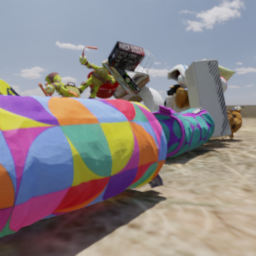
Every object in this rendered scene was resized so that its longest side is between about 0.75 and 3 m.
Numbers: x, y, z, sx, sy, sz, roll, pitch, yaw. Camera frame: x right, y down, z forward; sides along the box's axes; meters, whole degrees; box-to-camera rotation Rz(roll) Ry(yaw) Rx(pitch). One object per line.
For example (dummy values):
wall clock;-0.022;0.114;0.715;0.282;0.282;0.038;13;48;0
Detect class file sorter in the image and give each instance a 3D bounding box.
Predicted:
file sorter;0.247;-2.673;10.831;1.294;0.806;0.898;-3;42;-47

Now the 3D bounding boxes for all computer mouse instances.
computer mouse;2.088;-1.242;12.408;1.286;0.514;2.345;-23;-20;-16

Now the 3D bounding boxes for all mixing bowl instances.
mixing bowl;-1.102;-1.840;12.516;1.567;0.848;1.567;8;42;-8

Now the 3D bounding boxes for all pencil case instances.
pencil case;1.327;0.046;7.139;1.122;1.219;2.637;23;16;27
pencil case;-0.677;0.334;2.835;1.289;1.289;2.916;2;2;34

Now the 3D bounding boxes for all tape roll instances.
tape roll;0.476;-0.761;12.199;2.183;2.183;0.764;3;-9;41

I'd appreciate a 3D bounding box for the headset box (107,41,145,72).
headset box;-0.022;-2.135;8.496;0.990;0.382;0.737;5;-34;-29

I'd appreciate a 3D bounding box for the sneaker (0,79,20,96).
sneaker;-4.010;-0.567;9.411;1.123;1.010;2.731;-30;-27;-3

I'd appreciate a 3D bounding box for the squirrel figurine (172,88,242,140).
squirrel figurine;3.077;-0.471;11.178;2.596;1.968;2.781;7;8;5

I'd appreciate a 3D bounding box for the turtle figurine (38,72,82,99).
turtle figurine;-2.219;-1.288;9.932;2.666;0.859;2.150;30;9;-44

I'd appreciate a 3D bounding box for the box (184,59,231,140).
box;2.510;-0.860;8.985;0.842;2.464;1.012;-7;-7;-7

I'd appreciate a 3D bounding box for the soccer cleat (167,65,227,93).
soccer cleat;2.427;-1.669;10.232;1.006;0.814;2.329;-26;39;-31

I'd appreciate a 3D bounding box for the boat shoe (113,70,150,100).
boat shoe;0.194;-1.687;11.700;1.767;0.634;0.669;-34;40;3

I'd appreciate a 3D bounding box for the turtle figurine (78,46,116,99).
turtle figurine;-1.168;-1.884;11.144;2.473;1.995;0.797;30;7;-48

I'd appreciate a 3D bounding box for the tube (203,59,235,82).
tube;3.355;-2.113;10.636;1.752;0.455;0.508;13;-12;-36

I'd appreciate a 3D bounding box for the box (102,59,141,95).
box;-0.255;-1.925;10.516;0.280;1.612;0.887;-44;17;-10
